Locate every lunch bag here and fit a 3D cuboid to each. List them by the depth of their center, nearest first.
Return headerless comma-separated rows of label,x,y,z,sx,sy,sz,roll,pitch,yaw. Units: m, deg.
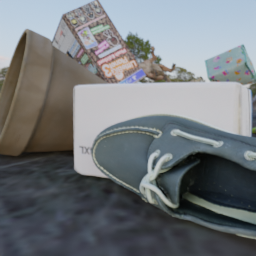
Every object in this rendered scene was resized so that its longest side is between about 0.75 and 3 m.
lunch bag,3.297,-1.728,8.849,1.274,0.912,1.496,-20,-33,31

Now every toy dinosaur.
toy dinosaur,0.922,-2.498,12.287,2.603,1.117,1.764,23,-18,-34

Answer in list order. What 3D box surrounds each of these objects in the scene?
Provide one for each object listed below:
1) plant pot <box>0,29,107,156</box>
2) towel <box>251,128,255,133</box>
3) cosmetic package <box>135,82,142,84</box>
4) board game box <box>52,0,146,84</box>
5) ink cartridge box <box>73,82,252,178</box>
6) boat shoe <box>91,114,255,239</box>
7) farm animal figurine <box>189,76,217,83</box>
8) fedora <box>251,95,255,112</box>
plant pot,-1.231,-0.407,5.017,1.825,2.104,2.104,16,-3,-29
towel,4.131,0.147,6.837,1.538,0.244,2.142,-1,5,0
cosmetic package,0.459,-0.943,10.667,0.950,1.352,2.666,31,11,5
board game box,-0.787,-1.635,6.717,0.972,2.007,1.600,-36,8,-24
ink cartridge box,0.752,-0.052,4.181,1.973,1.139,2.702,3,6,24
boat shoe,0.451,0.321,2.259,2.236,0.814,0.691,10,7,35
farm animal figurine,2.403,-1.037,8.703,0.604,0.970,1.201,-37,31,-9
fedora,6.796,-1.195,13.198,1.181,2.312,2.615,-32,24,-15
